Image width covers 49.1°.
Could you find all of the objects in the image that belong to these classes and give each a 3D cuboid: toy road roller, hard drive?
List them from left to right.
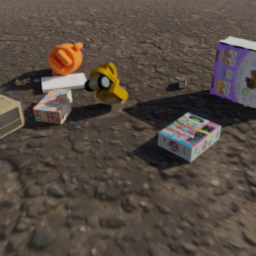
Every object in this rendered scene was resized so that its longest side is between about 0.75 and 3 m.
[{"bbox_3d":[-3.063,-2.157,13.424,2.057,0.274,1.357,-9,35,-14],"label":"hard drive"},{"bbox_3d":[-0.796,-1.819,11.293,1.067,1.736,1.267,-4,61,42],"label":"toy road roller"}]

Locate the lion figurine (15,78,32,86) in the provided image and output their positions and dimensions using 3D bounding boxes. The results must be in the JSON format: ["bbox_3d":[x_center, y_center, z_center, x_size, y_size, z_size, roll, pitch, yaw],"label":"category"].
[{"bbox_3d":[-5.070,-2.225,13.583,0.493,0.291,0.804,2,19,17],"label":"lion figurine"}]

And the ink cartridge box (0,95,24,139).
[{"bbox_3d":[-5.616,-0.417,10.098,2.828,1.062,2.329,21,38,28],"label":"ink cartridge box"}]

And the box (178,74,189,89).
[{"bbox_3d":[2.660,-2.216,13.386,0.315,0.421,0.840,11,36,18],"label":"box"}]

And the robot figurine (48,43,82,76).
[{"bbox_3d":[-3.170,-3.498,14.223,1.436,1.772,2.463,11,21,0],"label":"robot figurine"}]

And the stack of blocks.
[{"bbox_3d":[-2.879,-0.917,11.309,1.084,0.551,1.882,6,34,8],"label":"stack of blocks"}]

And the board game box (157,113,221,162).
[{"bbox_3d":[2.086,0.266,9.537,1.344,0.585,1.821,27,43,35],"label":"board game box"}]

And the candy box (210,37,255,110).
[{"bbox_3d":[5.035,-2.186,11.533,2.869,2.407,1.026,28,43,35],"label":"candy box"}]
